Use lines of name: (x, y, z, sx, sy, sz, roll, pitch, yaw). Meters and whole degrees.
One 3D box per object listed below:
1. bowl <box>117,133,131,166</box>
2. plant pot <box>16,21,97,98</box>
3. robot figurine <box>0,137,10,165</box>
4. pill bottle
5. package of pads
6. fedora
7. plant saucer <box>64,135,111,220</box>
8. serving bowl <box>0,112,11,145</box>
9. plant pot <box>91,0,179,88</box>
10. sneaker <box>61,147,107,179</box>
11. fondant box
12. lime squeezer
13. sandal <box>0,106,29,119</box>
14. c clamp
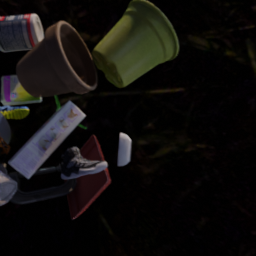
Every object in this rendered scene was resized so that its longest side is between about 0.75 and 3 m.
bowl: (-0.121, 0.666, 8.618, 0.372, 0.996, 0.998, 3, 89, -2)
plant pot: (-2.654, -2.114, 10.046, 2.225, 2.552, 2.552, -22, 72, 16)
robot figurine: (-4.180, 0.909, 8.619, 0.447, 1.113, 1.535, -4, 47, 19)
pill bottle: (-4.931, -3.961, 11.839, 2.381, 1.424, 1.424, -6, 72, -2)
package of pads: (-4.352, -1.581, 11.434, 1.539, 0.525, 1.189, -6, 71, -7)
fedora: (-3.801, 1.778, 8.144, 0.704, 1.558, 1.378, 8, 93, 19)
plant saucer: (-1.420, 1.696, 9.701, 2.142, 0.394, 2.147, -49, 41, 23)
serving bowl: (-5.654, 0.163, 9.651, 2.880, 2.880, 0.947, 4, 40, 1)
plant pot: (0.090, -2.977, 10.781, 2.521, 2.742, 2.742, -44, 77, -12)
sneaker: (-1.448, 1.016, 8.664, 1.645, 0.621, 0.936, -17, 78, 24)
fondant box: (-2.820, 0.410, 9.560, 0.788, 1.953, 2.707, 43, 70, -15)
lime squeezer: (-2.455, -0.581, 11.205, 0.675, 0.361, 1.912, -35, 101, 26)
sandal: (-4.581, -0.645, 10.780, 1.443, 0.574, 0.628, -9, 53, -29)
c clamp: (-3.243, 1.775, 10.061, 2.702, 0.366, 2.309, -5, 31, -12)
